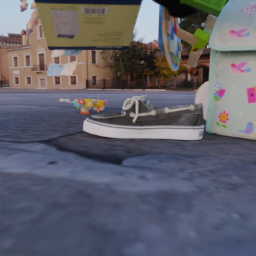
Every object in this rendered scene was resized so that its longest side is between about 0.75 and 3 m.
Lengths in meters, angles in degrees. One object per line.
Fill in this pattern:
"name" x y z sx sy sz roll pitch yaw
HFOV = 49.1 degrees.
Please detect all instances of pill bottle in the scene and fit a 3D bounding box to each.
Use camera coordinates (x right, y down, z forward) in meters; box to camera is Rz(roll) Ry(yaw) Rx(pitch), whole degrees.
"pill bottle" 2.750 -0.886 8.811 1.262 1.262 2.253 2 9 13

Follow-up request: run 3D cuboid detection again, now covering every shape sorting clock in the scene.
"shape sorting clock" 1.548 -3.319 9.689 0.522 2.660 2.660 -3 7 24

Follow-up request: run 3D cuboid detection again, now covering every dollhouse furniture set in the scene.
"dollhouse furniture set" 2.046 -3.082 8.524 1.081 1.400 2.801 27 -8 9

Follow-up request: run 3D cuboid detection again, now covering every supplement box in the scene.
"supplement box" -1.136 -3.588 7.901 2.623 1.761 2.620 -2 -11 -9

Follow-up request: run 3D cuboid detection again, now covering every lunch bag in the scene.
"lunch bag" 2.990 -1.255 5.501 1.810 2.968 2.529 -7 12 -41

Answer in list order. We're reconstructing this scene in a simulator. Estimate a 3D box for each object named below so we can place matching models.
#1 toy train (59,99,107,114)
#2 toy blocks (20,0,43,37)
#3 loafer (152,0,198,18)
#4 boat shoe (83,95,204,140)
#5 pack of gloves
"toy train" -1.731 -0.883 11.349 1.563 0.579 2.081 3 6 24
"toy blocks" -3.251 -3.740 9.492 1.235 1.040 1.154 26 35 -28
"loafer" 1.424 -3.875 8.129 0.844 0.825 2.312 -2 0 32
"boat shoe" 0.280 -0.243 5.852 2.517 0.860 0.929 3 9 17
"pack of gloves" -2.086 -2.279 9.520 1.543 1.296 0.304 7 -19 38
